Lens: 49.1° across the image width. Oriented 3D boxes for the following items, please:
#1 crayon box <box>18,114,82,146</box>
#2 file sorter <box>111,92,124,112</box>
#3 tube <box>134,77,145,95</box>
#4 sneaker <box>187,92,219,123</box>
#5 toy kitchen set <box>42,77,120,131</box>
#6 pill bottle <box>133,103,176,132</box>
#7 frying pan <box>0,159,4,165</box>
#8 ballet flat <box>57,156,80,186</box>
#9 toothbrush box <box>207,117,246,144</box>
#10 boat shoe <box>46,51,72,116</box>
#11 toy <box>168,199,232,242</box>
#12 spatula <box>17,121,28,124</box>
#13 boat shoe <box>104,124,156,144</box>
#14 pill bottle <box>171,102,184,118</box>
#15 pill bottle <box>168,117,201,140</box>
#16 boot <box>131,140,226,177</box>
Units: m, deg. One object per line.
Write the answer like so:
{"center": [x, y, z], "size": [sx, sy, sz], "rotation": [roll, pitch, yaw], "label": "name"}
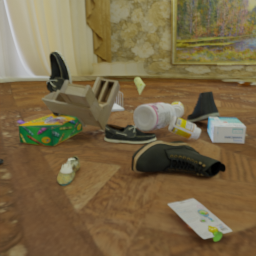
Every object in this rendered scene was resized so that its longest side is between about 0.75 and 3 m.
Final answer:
{"center": [-3.301, 0.021, 12.361], "size": [1.578, 0.774, 2.658], "rotation": [5, 15, 16], "label": "crayon box"}
{"center": [-1.244, -1.900, 18.781], "size": [1.415, 1.269, 2.039], "rotation": [-5, 16, -17], "label": "file sorter"}
{"center": [0.435, -1.602, 10.431], "size": [0.274, 0.306, 1.056], "rotation": [-16, 30, 0], "label": "tube"}
{"center": [3.764, -1.035, 14.366], "size": [0.937, 1.331, 2.507], "rotation": [-6, -5, -18], "label": "sneaker"}
{"center": [-2.017, -1.679, 12.073], "size": [2.233, 2.470, 2.737], "rotation": [11, -24, 17], "label": "toy kitchen set"}
{"center": [1.241, -0.531, 12.450], "size": [1.142, 1.142, 2.014], "rotation": [11, 14, 35], "label": "pill bottle"}
{"center": [-4.353, 1.199, 9.236], "size": [0.460, 0.124, 0.760], "rotation": [-6, 18, -20], "label": "frying pan"}
{"center": [-1.790, 1.230, 8.442], "size": [0.500, 0.500, 1.416], "rotation": [2, 15, 7], "label": "ballet flat"}
{"center": [4.253, 0.069, 12.295], "size": [1.288, 0.750, 1.759], "rotation": [2, 16, 9], "label": "toothbrush box"}
{"center": [-3.174, -1.971, 12.678], "size": [1.049, 2.920, 0.987], "rotation": [16, 28, 41], "label": "boat shoe"}
{"center": [1.468, 1.976, 5.942], "size": [0.727, 0.298, 1.262], "rotation": [-4, 16, -25], "label": "toy"}
{"center": [-5.350, -0.265, 14.811], "size": [1.142, 0.117, 0.323], "rotation": [6, 17, 20], "label": "spatula"}
{"center": [0.089, 0.238, 11.718], "size": [2.197, 0.743, 0.789], "rotation": [4, 13, 7], "label": "boat shoe"}
{"center": [2.800, -1.006, 16.210], "size": [0.833, 0.833, 1.525], "rotation": [3, 14, 11], "label": "pill bottle"}
{"center": [2.368, 0.041, 11.716], "size": [1.236, 0.675, 0.675], "rotation": [22, 15, -2], "label": "pill bottle"}
{"center": [1.531, 1.039, 8.402], "size": [2.520, 0.976, 1.743], "rotation": [-12, 24, -36], "label": "boot"}
